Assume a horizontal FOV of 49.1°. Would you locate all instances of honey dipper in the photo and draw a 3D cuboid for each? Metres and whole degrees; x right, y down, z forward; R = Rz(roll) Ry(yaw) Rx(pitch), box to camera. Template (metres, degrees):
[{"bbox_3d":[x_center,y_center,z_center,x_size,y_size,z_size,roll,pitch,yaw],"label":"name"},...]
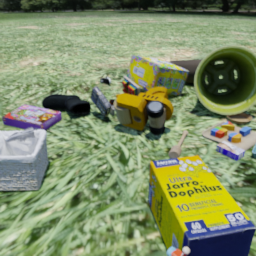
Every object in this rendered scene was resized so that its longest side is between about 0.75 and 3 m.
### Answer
[{"bbox_3d":[1.788,0.523,9.700,0.355,0.355,1.868,10,26,18],"label":"honey dipper"}]

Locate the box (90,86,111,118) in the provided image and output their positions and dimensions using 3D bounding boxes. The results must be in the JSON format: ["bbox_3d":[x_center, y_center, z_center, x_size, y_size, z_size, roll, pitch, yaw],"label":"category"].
[{"bbox_3d":[-1.141,-1.055,11.563,0.263,0.864,1.072,-31,75,-22],"label":"box"}]

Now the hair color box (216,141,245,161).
[{"bbox_3d":[3.388,0.757,9.296,0.437,0.259,0.800,-21,32,-33],"label":"hair color box"}]

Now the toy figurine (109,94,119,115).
[{"bbox_3d":[-0.254,-1.007,12.135,1.073,0.758,1.090,14,31,25],"label":"toy figurine"}]

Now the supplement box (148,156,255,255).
[{"bbox_3d":[1.378,1.822,6.083,1.304,1.312,2.395,-6,27,-11],"label":"supplement box"}]

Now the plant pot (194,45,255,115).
[{"bbox_3d":[4.311,-2.182,12.471,2.790,2.790,2.565,5,15,10],"label":"plant pot"}]

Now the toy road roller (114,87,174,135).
[{"bbox_3d":[0.678,-0.815,10.666,2.135,1.312,1.558,14,54,21],"label":"toy road roller"}]

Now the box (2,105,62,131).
[{"bbox_3d":[-3.886,-0.396,11.359,1.933,0.378,1.323,11,30,21],"label":"box"}]

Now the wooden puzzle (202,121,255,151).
[{"bbox_3d":[3.798,0.202,10.218,1.533,0.383,1.655,-21,34,-35],"label":"wooden puzzle"}]

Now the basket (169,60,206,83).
[{"bbox_3d":[3.294,-3.196,15.780,1.984,1.349,1.789,6,10,20],"label":"basket"}]

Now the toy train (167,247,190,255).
[{"bbox_3d":[1.080,2.759,4.447,0.440,1.187,1.581,-12,33,-38],"label":"toy train"}]

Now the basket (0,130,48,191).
[{"bbox_3d":[-3.125,0.904,7.978,1.497,1.204,1.484,-2,28,-2],"label":"basket"}]

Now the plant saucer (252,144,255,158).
[{"bbox_3d":[5.463,1.046,8.744,2.898,0.275,1.013,16,31,29],"label":"plant saucer"}]

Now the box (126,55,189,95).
[{"bbox_3d":[1.424,-2.633,13.907,2.055,1.302,2.134,-2,28,-37],"label":"box"}]

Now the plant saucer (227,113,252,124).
[{"bbox_3d":[4.581,-0.393,11.585,0.989,0.175,0.989,0,27,0],"label":"plant saucer"}]

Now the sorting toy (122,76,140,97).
[{"bbox_3d":[0.093,-1.771,13.206,0.354,1.010,1.017,-40,63,-18],"label":"sorting toy"}]

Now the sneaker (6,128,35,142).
[{"bbox_3d":[-3.087,0.285,8.044,0.834,0.342,0.312,-18,18,-2],"label":"sneaker"}]

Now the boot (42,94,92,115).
[{"bbox_3d":[-2.619,-0.970,12.109,1.888,0.699,1.547,-8,24,-29],"label":"boot"}]

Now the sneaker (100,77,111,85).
[{"bbox_3d":[-1.293,-2.599,15.705,0.534,0.349,0.955,-10,21,-12],"label":"sneaker"}]
